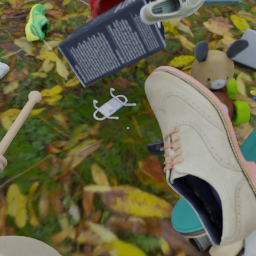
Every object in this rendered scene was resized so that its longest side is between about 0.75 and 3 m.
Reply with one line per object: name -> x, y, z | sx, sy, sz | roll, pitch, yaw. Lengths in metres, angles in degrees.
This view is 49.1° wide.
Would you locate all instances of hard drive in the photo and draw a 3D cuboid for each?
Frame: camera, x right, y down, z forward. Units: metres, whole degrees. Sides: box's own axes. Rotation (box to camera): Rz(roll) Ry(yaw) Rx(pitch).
hard drive -> 5.039, -2.717, 10.382 | 2.041, 0.336, 1.424 | 29, 82, 21

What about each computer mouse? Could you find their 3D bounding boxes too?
computer mouse -> 0.607, 0.323, 4.556 | 0.599, 0.865, 0.228 | -12, 88, -27

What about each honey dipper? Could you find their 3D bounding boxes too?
honey dipper -> -2.499, 0.069, 6.013 | 0.508, 0.508, 2.673 | 8, 48, 6

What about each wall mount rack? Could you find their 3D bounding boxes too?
wall mount rack -> -0.441, -0.698, 9.044 | 1.171, 0.502, 1.347 | 38, 62, 25

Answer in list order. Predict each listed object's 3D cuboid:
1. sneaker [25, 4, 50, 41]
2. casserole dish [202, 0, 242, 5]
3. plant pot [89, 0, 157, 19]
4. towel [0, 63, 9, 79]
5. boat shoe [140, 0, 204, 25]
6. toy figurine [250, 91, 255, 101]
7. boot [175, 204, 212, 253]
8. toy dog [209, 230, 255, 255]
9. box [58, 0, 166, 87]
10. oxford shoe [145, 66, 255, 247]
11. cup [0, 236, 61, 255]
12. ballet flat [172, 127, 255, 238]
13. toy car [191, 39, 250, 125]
sneaker -> -3.710, -4.352, 11.776 | 0.891, 0.790, 2.132 | 6, 56, -11
casserole dish -> 2.700, -3.800, 8.187 | 1.464, 0.284, 0.887 | 4, 16, 13
plant pot -> -0.276, -4.477, 8.947 | 2.132, 2.132, 1.941 | -12, 70, -9
towel -> -5.555, -1.885, 9.970 | 1.981, 0.477, 1.696 | 16, 55, 12
boat shoe -> 0.886, -2.215, 5.083 | 1.378, 0.496, 0.427 | -28, 21, -13
toy figurine -> 3.243, -0.605, 5.613 | 1.545, 2.928, 1.754 | -14, 84, 25
boot -> 1.842, 1.752, 7.050 | 1.516, 0.786, 2.320 | -17, 53, -5
toy dog -> 3.153, 2.360, 6.002 | 1.972, 1.440, 2.990 | 34, 61, 6
box -> -0.348, -2.462, 7.648 | 2.460, 1.317, 1.826 | -22, 27, 19
oxford shoe -> 0.760, 0.218, 3.338 | 0.860, 0.824, 2.329 | -18, 66, -31
cup -> -2.494, 3.190, 5.132 | 2.786, 1.992, 2.786 | 0, 52, 0
ballet flat -> 1.833, 1.019, 4.537 | 0.955, 2.840, 0.967 | 19, 39, -20
toy car -> 2.508, -1.400, 8.217 | 2.178, 2.651, 2.092 | -5, 53, -4
